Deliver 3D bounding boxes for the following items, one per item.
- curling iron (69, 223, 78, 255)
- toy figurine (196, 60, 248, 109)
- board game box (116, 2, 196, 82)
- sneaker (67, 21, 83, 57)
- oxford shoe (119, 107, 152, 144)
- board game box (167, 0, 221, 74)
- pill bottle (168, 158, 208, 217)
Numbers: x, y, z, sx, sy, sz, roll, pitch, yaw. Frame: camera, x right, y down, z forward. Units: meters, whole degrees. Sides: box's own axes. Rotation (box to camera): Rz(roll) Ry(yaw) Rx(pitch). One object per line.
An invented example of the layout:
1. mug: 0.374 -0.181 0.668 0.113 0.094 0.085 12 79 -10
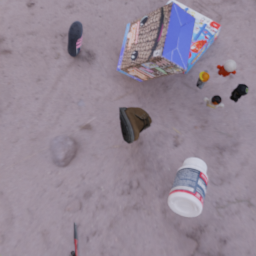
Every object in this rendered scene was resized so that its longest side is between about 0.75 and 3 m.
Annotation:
1. curling iron: -1.723 3.621 8.932 0.281 0.145 1.135 -1 66 0
2. toy figurine: 3.214 -1.466 9.716 1.458 1.031 1.481 -21 83 -1
3. board game box: 0.934 -2.916 9.961 1.195 2.467 1.967 19 78 -35
4. sneaker: -2.111 -3.726 11.464 0.566 1.614 0.662 27 48 -1
5. oxford shoe: 0.237 -0.215 8.495 1.008 2.388 0.868 -5 110 1
6. board game box: 2.155 -3.992 12.056 2.624 0.733 2.569 35 70 15
7. pill bottle: 1.682 1.552 7.619 0.892 0.892 1.492 21 45 9
